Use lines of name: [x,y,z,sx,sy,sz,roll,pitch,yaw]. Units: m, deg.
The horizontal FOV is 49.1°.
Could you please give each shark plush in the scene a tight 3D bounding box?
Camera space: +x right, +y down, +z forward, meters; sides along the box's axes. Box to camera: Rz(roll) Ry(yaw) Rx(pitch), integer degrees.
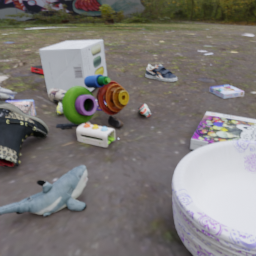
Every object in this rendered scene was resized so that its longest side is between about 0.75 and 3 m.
shark plush: [-1.752,1.357,5.925,1.870,0.779,0.850,-9,27,-19]

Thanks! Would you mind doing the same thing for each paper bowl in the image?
paper bowl: [2.148,1.442,4.827,2.731,1.420,2.731,-6,27,3]

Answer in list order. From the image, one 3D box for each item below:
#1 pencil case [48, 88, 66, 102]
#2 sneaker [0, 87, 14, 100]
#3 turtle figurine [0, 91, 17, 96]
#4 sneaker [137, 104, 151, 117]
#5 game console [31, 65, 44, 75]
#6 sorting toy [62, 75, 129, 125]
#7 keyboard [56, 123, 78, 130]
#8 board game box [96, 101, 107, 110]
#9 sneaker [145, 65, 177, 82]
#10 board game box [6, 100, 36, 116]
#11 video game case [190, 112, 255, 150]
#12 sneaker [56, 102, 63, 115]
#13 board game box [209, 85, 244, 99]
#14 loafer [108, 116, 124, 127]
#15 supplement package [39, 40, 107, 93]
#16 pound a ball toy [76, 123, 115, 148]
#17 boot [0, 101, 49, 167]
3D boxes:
pencil case: [-2.559,-1.220,11.532,1.428,0.639,0.555,16,63,23]
sneaker: [-5.468,-1.407,12.139,0.978,0.565,0.395,25,29,-16]
turtle figurine: [-6.582,-1.827,10.836,2.904,2.995,2.155,-30,0,28]
sneaker: [0.629,-0.621,10.658,0.368,0.489,1.047,-38,-1,8]
game console: [-4.515,-3.442,16.624,2.063,0.320,1.825,17,24,31]
sorting toy: [-0.886,-0.994,9.187,1.022,1.496,2.489,4,19,46]
keyboard: [-2.117,-0.073,9.757,0.773,0.080,0.491,-5,26,-9]
board game box: [-1.139,-0.950,11.461,0.540,0.180,0.804,5,25,10]
sneaker: [1.769,-2.969,15.095,1.853,0.736,0.727,16,28,27]
board game box: [-3.941,-0.472,9.952,1.009,0.613,1.265,-3,26,-7]
video game case: [3.248,0.232,8.705,2.129,0.421,2.349,12,28,23]
sneaker: [-2.630,-0.749,10.821,0.376,0.372,0.985,-43,16,-2]
board game box: [4.530,-1.680,12.943,1.105,0.227,1.102,-9,27,-19]
loafer: [-0.434,-0.187,9.823,0.288,0.296,0.811,15,13,-38]
supplement package: [-2.476,-2.970,13.380,2.035,2.050,2.702,2,25,15]
pound a ball toy: [-1.010,0.092,8.818,1.298,0.551,0.846,11,28,26]
boot: [-3.089,0.368,7.890,0.767,2.126,1.606,-11,65,18]
